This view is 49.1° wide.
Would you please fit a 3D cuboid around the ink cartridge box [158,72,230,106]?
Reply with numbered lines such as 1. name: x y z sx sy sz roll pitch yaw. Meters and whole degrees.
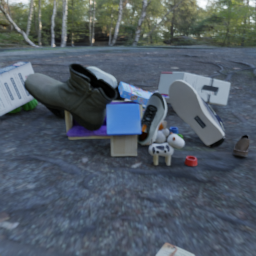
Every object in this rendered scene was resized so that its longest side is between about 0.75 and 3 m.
1. ink cartridge box: 2.817 -1.683 12.088 2.477 1.037 1.787 7 8 -26

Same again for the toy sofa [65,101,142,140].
1. toy sofa: -0.817 -0.327 9.572 2.605 1.079 1.271 0 20 0

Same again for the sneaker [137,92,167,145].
1. sneaker: 0.667 -0.224 8.339 0.630 1.704 0.676 23 19 26

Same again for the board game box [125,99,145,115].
1. board game box: 0.335 -0.808 11.877 2.039 0.353 1.287 17 27 39

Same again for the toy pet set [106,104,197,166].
1. toy pet set: 0.605 -0.072 8.351 2.487 1.414 2.664 -1 20 -4

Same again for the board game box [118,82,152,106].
1. board game box: 0.433 -1.095 9.662 1.491 0.273 1.128 17 20 -13

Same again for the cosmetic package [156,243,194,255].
1. cosmetic package: 0.442 2.140 3.703 0.482 0.571 1.105 12 22 33

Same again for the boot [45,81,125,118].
1. boot: -1.865 -1.204 11.363 3.031 1.141 2.266 19 40 34

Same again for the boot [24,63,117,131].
1. boot: -1.753 -1.286 8.477 2.976 1.944 1.008 30 52 3

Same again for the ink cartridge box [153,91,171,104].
1. ink cartridge box: 1.867 -1.515 13.787 1.508 0.296 0.750 21 33 38

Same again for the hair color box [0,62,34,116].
1. hair color box: -4.944 -1.361 10.797 0.877 1.449 2.898 15 39 42

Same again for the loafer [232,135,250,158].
1. loafer: 3.353 0.505 8.273 0.433 0.420 1.185 9 22 23

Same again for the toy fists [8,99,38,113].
1. toy fists: -4.693 -0.982 12.143 1.499 0.515 0.764 -15 26 -37

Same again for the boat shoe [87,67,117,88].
1. boat shoe: -1.251 -1.840 10.656 1.838 0.641 0.655 26 45 37

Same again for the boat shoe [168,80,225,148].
1. boat shoe: 2.197 -0.531 8.927 0.892 2.389 1.108 -34 2 27
